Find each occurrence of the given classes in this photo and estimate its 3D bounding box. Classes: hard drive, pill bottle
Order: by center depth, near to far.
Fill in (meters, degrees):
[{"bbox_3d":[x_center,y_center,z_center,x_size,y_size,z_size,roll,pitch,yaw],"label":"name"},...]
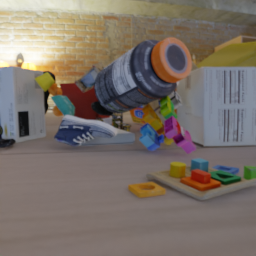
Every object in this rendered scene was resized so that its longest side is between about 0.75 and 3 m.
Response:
[{"bbox_3d":[0.341,-1.323,7.257,1.447,1.447,2.725,-4,-7,-35],"label":"pill bottle"},{"bbox_3d":[-1.000,0.193,8.745,1.616,0.327,2.450,-2,6,-22],"label":"hard drive"}]

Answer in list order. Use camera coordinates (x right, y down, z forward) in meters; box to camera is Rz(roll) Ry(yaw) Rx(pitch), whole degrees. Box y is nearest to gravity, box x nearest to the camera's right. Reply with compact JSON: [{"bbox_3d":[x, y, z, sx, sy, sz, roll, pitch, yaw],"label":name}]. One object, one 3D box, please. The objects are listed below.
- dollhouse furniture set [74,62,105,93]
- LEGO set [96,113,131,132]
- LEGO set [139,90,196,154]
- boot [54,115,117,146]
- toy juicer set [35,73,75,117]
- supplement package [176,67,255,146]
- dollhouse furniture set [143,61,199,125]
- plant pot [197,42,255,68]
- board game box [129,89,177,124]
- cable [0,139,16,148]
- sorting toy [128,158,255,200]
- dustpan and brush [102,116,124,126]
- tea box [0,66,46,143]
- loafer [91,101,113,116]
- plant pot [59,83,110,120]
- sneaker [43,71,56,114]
[{"bbox_3d":[-0.985,-1.472,10.058,0.985,1.398,0.980,-38,7,21],"label":"dollhouse furniture set"},{"bbox_3d":[-0.589,-0.228,10.804,1.378,0.798,1.060,-1,6,-13],"label":"LEGO set"},{"bbox_3d":[1.007,-0.015,7.138,1.054,1.134,2.763,-36,21,23],"label":"LEGO set"},{"bbox_3d":[-1.047,0.180,6.862,1.522,0.687,0.554,11,-26,23],"label":"boot"},{"bbox_3d":[-1.923,-0.529,8.477,0.611,2.246,1.429,-38,-8,-5],"label":"toy juicer set"},{"bbox_3d":[3.199,-0.682,8.498,2.864,2.106,2.739,-1,6,-5],"label":"supplement package"},{"bbox_3d":[1.724,-1.063,10.483,2.752,1.953,2.180,-34,54,-12],"label":"dollhouse furniture set"},{"bbox_3d":[4.247,-1.787,11.292,2.473,2.804,2.804,-19,18,-17],"label":"plant pot"},{"bbox_3d":[1.265,-1.496,11.637,2.068,2.066,2.067,10,-35,21],"label":"board game box"},{"bbox_3d":[-3.375,0.410,7.166,1.135,0.288,0.926,0,0,26],"label":"cable"},{"bbox_3d":[1.019,0.663,4.026,2.144,0.292,1.207,-4,7,-34],"label":"sorting toy"},{"bbox_3d":[-0.628,-0.324,14.335,1.165,0.478,1.669,-11,4,-35],"label":"dustpan and brush"},{"bbox_3d":[-3.840,-0.706,8.616,2.110,2.145,1.433,2,6,19],"label":"tea box"},{"bbox_3d":[-1.179,-0.760,11.728,0.556,0.559,1.537,-1,-11,24],"label":"loafer"},{"bbox_3d":[-2.158,-1.364,15.702,2.439,2.151,2.441,2,5,18],"label":"plant pot"},{"bbox_3d":[-3.568,-1.285,10.086,1.487,2.850,0.856,38,50,4],"label":"sneaker"}]
